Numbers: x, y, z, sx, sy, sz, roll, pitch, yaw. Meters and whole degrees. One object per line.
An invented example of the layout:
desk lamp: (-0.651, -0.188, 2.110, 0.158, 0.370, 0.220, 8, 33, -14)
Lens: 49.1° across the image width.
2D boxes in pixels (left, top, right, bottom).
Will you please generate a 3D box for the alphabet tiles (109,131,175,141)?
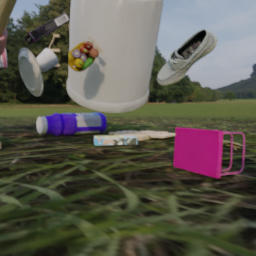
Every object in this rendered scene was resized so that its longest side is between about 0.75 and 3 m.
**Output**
alphabet tiles: (0.549, 0.272, 10.450, 2.292, 0.171, 2.344, 3, 5, 31)

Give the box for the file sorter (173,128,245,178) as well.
file sorter: (1.380, 0.385, 4.834, 0.651, 0.722, 1.038, 1, 3, -30)

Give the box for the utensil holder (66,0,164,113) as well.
utensil holder: (-0.424, -2.351, 7.924, 2.548, 2.998, 2.548, 7, 35, -5)

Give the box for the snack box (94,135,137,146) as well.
snack box: (-0.399, 0.371, 8.464, 1.258, 0.233, 0.731, -1, 4, -8)

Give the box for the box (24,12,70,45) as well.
box: (-2.462, -2.930, 8.375, 1.156, 0.292, 1.617, -37, 24, -15)

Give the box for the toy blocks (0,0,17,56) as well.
toy blocks: (-3.181, -2.210, 4.045, 2.756, 2.576, 2.320, 17, -44, -34)

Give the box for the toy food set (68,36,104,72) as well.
toy food set: (-0.900, -1.605, 6.087, 0.888, 0.522, 0.290, -48, 29, -20)

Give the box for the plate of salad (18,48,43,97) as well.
plate of salad: (-3.379, -1.953, 9.882, 0.412, 1.716, 1.716, -24, 18, -37)

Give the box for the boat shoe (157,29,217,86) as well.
boat shoe: (1.307, -1.737, 6.846, 1.781, 0.621, 0.634, -39, -31, 27)

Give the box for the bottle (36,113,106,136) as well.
bottle: (-2.256, -0.158, 11.326, 2.744, 0.896, 1.146, -3, 3, -37)

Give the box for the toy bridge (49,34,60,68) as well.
toy bridge: (-3.145, -3.301, 11.960, 0.475, 1.414, 0.192, 0, 4, 0)

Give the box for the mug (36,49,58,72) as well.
mug: (-3.252, -2.516, 10.855, 0.750, 0.732, 0.914, -48, 11, -26)

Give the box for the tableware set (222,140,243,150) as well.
tableware set: (2.621, 0.457, 7.713, 0.931, 0.187, 0.616, 11, -2, 40)

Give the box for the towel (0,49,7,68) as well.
towel: (-5.513, -2.868, 11.024, 1.378, 1.009, 0.206, -6, -3, -41)

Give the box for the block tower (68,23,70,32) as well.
block tower: (-1.690, -2.872, 9.370, 0.390, 1.350, 0.365, -9, -9, -25)
